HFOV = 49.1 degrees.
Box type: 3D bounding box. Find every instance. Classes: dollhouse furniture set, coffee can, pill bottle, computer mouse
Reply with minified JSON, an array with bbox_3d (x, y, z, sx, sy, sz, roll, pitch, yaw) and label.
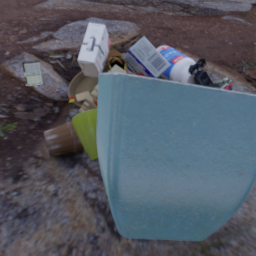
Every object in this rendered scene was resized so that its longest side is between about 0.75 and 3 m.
[{"bbox_3d":[-0.545,-1.030,8.572,0.898,1.744,1.725,39,60,-8],"label":"dollhouse furniture set"},{"bbox_3d":[-3.263,-1.877,9.554,0.580,0.793,0.580,-5,17,1],"label":"coffee can"},{"bbox_3d":[2.162,-2.604,12.410,1.360,1.360,2.423,-20,43,-25],"label":"pill bottle"},{"bbox_3d":[3.045,-1.810,11.395,1.294,1.868,0.492,-38,11,-39],"label":"computer mouse"}]

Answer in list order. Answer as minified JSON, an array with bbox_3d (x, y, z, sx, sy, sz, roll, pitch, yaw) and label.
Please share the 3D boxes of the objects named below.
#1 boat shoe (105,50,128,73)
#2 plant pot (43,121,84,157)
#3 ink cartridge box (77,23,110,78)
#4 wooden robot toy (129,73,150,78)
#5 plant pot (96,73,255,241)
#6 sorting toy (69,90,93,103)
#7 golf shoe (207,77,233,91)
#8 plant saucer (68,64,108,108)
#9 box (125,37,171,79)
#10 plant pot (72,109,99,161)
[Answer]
[{"bbox_3d":[-0.386,-2.429,10.981,0.894,0.845,2.485,-11,51,-8],"label":"boat shoe"},{"bbox_3d":[-2.025,0.379,8.710,1.042,1.052,1.052,-17,40,-17],"label":"plant pot"},{"bbox_3d":[-1.257,-2.890,10.579,0.695,1.194,1.639,12,75,11],"label":"ink cartridge box"},{"bbox_3d":[0.192,-1.578,11.178,2.395,1.055,1.087,31,39,33],"label":"wooden robot toy"},{"bbox_3d":[0.690,0.534,5.518,2.771,2.831,2.779,8,9,-12],"label":"plant pot"},{"bbox_3d":[-1.783,-1.165,10.962,1.107,0.187,0.534,-19,35,-8],"label":"sorting toy"},{"bbox_3d":[2.344,-0.465,8.158,2.873,1.266,1.109,-30,7,-33],"label":"golf shoe"},{"bbox_3d":[-1.282,-1.672,11.456,2.417,0.356,2.417,-8,53,11],"label":"plant saucer"},{"bbox_3d":[0.721,-2.651,11.649,0.896,1.709,1.571,-44,92,-9],"label":"box"},{"bbox_3d":[-0.788,0.228,7.125,1.069,1.069,1.143,-11,77,-15],"label":"plant pot"}]
